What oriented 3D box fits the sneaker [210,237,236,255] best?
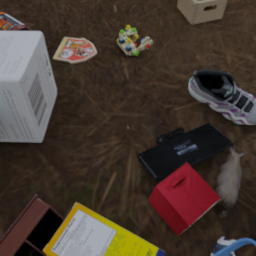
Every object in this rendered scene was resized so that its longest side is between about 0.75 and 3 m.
[{"bbox_3d":[2.194,2.668,5.864,0.796,0.321,0.583,29,82,32],"label":"sneaker"}]

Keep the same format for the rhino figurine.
[{"bbox_3d":[2.455,1.167,6.792,0.562,0.822,1.879,20,55,13],"label":"rhino figurine"}]

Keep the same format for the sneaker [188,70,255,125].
[{"bbox_3d":[2.759,-0.842,7.567,2.426,1.697,0.943,25,89,11],"label":"sneaker"}]

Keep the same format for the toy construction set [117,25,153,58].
[{"bbox_3d":[0.188,-3.098,10.127,1.012,0.711,1.543,-26,46,-19],"label":"toy construction set"}]

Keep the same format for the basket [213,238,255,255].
[{"bbox_3d":[1.495,3.158,4.054,2.176,1.717,2.468,-43,31,22],"label":"basket"}]

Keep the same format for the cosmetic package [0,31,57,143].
[{"bbox_3d":[-3.610,-1.099,7.540,2.671,2.202,2.204,2,48,1],"label":"cosmetic package"}]

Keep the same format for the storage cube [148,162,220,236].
[{"bbox_3d":[1.217,1.610,6.290,0.996,1.165,1.047,-32,66,-23],"label":"storage cube"}]

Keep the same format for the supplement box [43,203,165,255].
[{"bbox_3d":[-0.449,2.583,5.550,2.025,1.109,1.102,24,56,16],"label":"supplement box"}]

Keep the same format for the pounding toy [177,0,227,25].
[{"bbox_3d":[3.133,-5.579,11.703,2.039,1.062,2.321,-15,55,-11],"label":"pounding toy"}]

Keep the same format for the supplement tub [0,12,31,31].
[{"bbox_3d":[-4.414,-3.545,10.210,1.927,1.030,1.030,34,60,23],"label":"supplement tub"}]

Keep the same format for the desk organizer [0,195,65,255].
[{"bbox_3d":[-2.184,2.722,5.613,0.937,0.873,2.433,25,57,15],"label":"desk organizer"}]

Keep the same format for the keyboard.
[{"bbox_3d":[1.436,0.535,7.511,2.391,0.307,1.436,-22,43,-18],"label":"keyboard"}]

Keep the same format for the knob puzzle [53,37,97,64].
[{"bbox_3d":[-1.850,-2.868,10.198,1.601,0.222,1.601,0,53,0],"label":"knob puzzle"}]
